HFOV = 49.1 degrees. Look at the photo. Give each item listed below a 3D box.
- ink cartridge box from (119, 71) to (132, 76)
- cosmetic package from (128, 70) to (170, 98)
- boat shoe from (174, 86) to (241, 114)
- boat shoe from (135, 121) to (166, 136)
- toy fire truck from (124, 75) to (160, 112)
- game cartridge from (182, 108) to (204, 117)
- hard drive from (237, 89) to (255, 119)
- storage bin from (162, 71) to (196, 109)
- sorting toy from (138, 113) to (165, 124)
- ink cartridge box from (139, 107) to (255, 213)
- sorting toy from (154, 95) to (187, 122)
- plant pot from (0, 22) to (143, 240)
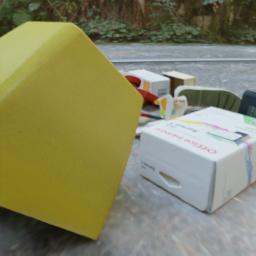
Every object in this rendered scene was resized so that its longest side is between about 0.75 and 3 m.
[{"bbox_3d":[-0.590,-1.505,11.206,0.676,1.609,1.171,18,10,42],"label":"ink cartridge box"},{"bbox_3d":[0.874,-1.787,12.738,0.907,1.291,2.546,-10,23,-20],"label":"cosmetic package"},{"bbox_3d":[3.049,-1.166,10.657,2.620,0.979,0.896,12,22,-8],"label":"boat shoe"},{"bbox_3d":[0.719,0.096,8.914,1.509,0.517,0.543,-11,40,38],"label":"boat shoe"},{"bbox_3d":[0.422,-1.033,10.180,1.662,1.110,1.979,15,-9,-13],"label":"toy fire truck"},{"bbox_3d":[2.874,-0.357,10.476,1.066,0.316,1.644,-4,21,-23],"label":"game cartridge"},{"bbox_3d":[3.962,-0.062,7.514,2.030,1.417,0.334,26,38,33],"label":"hard drive"},{"bbox_3d":[2.165,-1.629,12.137,0.666,1.410,1.420,-17,28,-28],"label":"storage bin"},{"bbox_3d":[0.109,-0.460,10.059,2.369,0.317,1.765,12,7,34],"label":"sorting toy"},{"bbox_3d":[1.994,0.532,6.814,2.903,1.219,2.102,-17,27,-37],"label":"ink cartridge box"},{"bbox_3d":[1.442,-0.375,9.096,0.737,1.242,1.379,-15,-4,31],"label":"sorting toy"},{"bbox_3d":[-1.503,-0.232,5.089,2.948,2.600,2.947,25,-12,47],"label":"plant pot"}]
